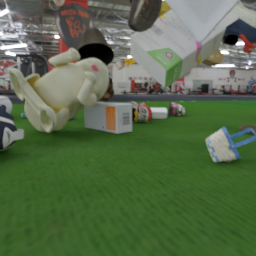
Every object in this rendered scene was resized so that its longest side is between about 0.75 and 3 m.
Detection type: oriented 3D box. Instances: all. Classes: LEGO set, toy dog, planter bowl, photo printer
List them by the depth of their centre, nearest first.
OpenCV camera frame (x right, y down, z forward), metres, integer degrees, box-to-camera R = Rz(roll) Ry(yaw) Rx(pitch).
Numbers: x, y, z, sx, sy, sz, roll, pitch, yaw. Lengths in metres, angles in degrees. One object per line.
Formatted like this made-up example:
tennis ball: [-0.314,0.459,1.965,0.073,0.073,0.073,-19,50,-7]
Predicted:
toy dog: [-1.661,-1.059,8.497,2.804,2.718,1.956,-35,68,-27]
planter bowl: [1.220,-3.980,10.161,1.180,1.180,0.492,1,23,5]
photo printer: [-6.361,-0.749,11.070,2.370,0.989,2.849,1,9,3]
LEGO set: [0.327,-3.323,12.189,0.958,2.083,0.775,30,22,-3]

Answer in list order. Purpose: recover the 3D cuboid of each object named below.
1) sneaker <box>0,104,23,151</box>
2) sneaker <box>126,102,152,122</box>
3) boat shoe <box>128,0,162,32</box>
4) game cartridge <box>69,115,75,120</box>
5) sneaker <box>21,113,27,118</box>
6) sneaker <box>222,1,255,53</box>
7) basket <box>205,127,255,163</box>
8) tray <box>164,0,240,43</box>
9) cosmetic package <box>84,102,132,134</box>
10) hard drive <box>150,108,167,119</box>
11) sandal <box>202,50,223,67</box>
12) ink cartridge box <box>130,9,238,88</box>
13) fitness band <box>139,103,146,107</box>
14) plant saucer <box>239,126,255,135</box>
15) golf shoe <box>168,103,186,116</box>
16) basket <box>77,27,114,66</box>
sneaker: [-3.382,0.008,5.927,2.563,1.023,1.668,4,8,22]
sneaker: [0.114,-0.645,11.226,0.803,0.761,1.956,-6,10,-31]
boat shoe: [0.386,-3.115,6.657,0.745,2.032,0.757,11,-22,32]
game cartridge: [-3.026,-0.460,11.815,1.366,0.262,0.885,1,13,9]
sneaker: [-4.314,-0.613,12.450,0.460,0.318,0.762,0,15,33]
sneaker: [2.960,-3.163,8.337,1.000,1.127,2.668,-4,44,-28]
basket: [1.929,0.263,5.214,0.887,0.617,0.782,-30,-1,18]
tray: [0.952,-2.555,4.691,0.227,2.044,1.097,-31,-9,-34]
cosmetic package: [-0.669,-0.364,8.903,0.614,0.874,1.724,-8,11,-41]
hard drive: [1.063,-0.713,13.206,1.532,0.310,2.322,1,9,8]
sandal: [2.363,-3.057,10.154,2.860,1.049,0.941,12,-22,-15]
ink cartridge box: [1.547,-2.501,7.827,2.658,1.557,0.895,-36,-24,-13]
fitness band: [0.338,-0.886,12.822,1.076,0.201,0.773,-29,7,-40]
plant saucer: [3.928,0.072,8.404,1.109,0.163,1.109,0,9,0]
golf shoe: [2.354,-0.863,13.588,0.706,0.556,1.532,4,17,-3]
basket: [-1.607,-3.812,13.112,1.713,1.292,1.900,-4,43,-8]
